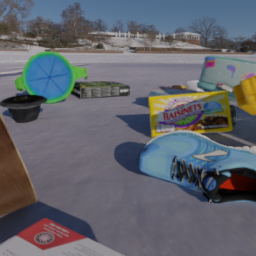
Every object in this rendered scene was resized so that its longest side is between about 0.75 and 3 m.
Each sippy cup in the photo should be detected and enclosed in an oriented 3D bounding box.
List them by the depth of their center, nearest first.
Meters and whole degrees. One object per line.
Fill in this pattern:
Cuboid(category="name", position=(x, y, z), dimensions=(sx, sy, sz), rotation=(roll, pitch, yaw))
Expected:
Cuboid(category="sippy cup", position=(-3.191, -2.053, 11.813), dimensions=(2.625, 2.061, 1.924), rotation=(24, 2, -8))

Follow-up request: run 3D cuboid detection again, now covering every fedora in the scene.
Cuboid(category="fedora", position=(-3.084, -0.552, 8.401), dimensions=(1.457, 0.665, 1.457), rotation=(0, 18, 0))

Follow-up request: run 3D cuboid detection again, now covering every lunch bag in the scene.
Cuboid(category="lunch bag", position=(3.495, -1.161, 7.944), dimensions=(2.340, 1.125, 2.918), rotation=(28, 17, 39))

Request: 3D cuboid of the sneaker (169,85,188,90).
Cuboid(category="sneaker", position=(1.859, -1.391, 11.535), dimensions=(0.877, 0.729, 1.946), rotation=(0, 8, 28))

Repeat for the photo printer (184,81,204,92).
Cuboid(category="photo printer", position=(3.593, -1.785, 12.784), dimensions=(1.940, 0.674, 1.614), rotation=(-4, 17, -11))

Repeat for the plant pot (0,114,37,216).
Cuboid(category="plant pot", position=(-2.325, 0.520, 3.148), dimensions=(1.908, 1.784, 1.784), rotation=(-26, 26, -26))

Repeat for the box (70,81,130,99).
Cuboid(category="box", position=(-1.439, -1.871, 13.377), dimensions=(2.367, 0.562, 2.286), rotation=(-7, 19, -24))

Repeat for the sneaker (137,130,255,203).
Cuboid(category="sneaker", position=(1.130, 0.590, 4.086), dimensions=(2.141, 0.839, 0.963), rotation=(5, 20, 20))

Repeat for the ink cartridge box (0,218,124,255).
Cuboid(category="ink cartridge box", position=(-0.739, 1.328, 1.791), dimensions=(1.069, 0.603, 1.456), rotation=(10, 19, 33))

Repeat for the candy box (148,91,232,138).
Cuboid(category="candy box", position=(1.487, -0.337, 6.792), dimensions=(1.928, 0.986, 0.255), rotation=(-5, -8, 0))

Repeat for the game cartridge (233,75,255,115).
Cuboid(category="game cartridge", position=(3.246, -0.824, 4.338), dimensions=(2.863, 0.464, 2.524), rotation=(-21, -10, 27))

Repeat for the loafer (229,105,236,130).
Cuboid(category="loafer", position=(1.869, -0.358, 7.713), dimensions=(2.082, 0.655, 0.748), rotation=(4, 18, 13))

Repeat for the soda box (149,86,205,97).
Cuboid(category="soda box", position=(1.663, -0.908, 9.466), dimensions=(0.683, 0.635, 1.996), rotation=(-34, 32, -31))
